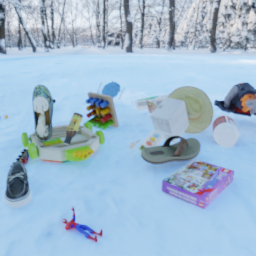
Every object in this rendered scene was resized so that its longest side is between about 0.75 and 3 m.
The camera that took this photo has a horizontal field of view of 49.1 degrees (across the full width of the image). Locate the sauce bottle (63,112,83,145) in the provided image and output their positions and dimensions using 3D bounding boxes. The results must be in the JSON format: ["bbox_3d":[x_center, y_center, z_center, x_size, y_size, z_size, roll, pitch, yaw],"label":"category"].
[{"bbox_3d":[-1.438,0.027,7.272,0.280,0.867,0.280,16,-17,5],"label":"sauce bottle"}]

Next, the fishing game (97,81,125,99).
[{"bbox_3d":[-0.882,-1.911,14.129,1.450,1.039,0.225,2,38,-32],"label":"fishing game"}]

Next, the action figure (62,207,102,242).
[{"bbox_3d":[-0.885,1.731,5.107,0.851,0.421,0.278,7,19,28],"label":"action figure"}]

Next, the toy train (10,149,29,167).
[{"bbox_3d":[-2.952,0.891,7.839,0.303,0.226,1.323,2,19,-4],"label":"toy train"}]

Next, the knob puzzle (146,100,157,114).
[{"bbox_3d":[1.136,-0.808,12.018,0.121,0.869,0.869,-37,34,-22],"label":"knob puzzle"}]

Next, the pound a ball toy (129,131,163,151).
[{"bbox_3d":[0.562,0.412,8.443,0.634,0.413,0.972,34,42,13],"label":"pound a ball toy"}]

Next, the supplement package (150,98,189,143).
[{"bbox_3d":[1.405,-0.260,9.385,0.770,1.047,1.001,17,52,38],"label":"supplement package"}]

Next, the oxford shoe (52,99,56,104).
[{"bbox_3d":[-3.774,-1.320,13.085,0.917,0.387,0.333,3,-18,18],"label":"oxford shoe"}]

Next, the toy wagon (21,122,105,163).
[{"bbox_3d":[-1.868,0.484,8.486,2.268,0.578,2.923,-11,22,-28],"label":"toy wagon"}]

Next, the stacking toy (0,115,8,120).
[{"bbox_3d":[-5.515,-0.394,11.704,0.592,0.184,0.785,5,20,15],"label":"stacking toy"}]

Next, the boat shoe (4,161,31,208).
[{"bbox_3d":[-2.531,1.223,6.304,0.557,0.548,1.546,-10,20,-22],"label":"boat shoe"}]

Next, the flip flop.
[{"bbox_3d":[1.233,0.517,7.677,1.951,0.562,0.791,-6,28,-28],"label":"flip flop"}]

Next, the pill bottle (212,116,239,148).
[{"bbox_3d":[3.193,0.129,9.222,0.784,0.784,1.398,5,19,14],"label":"pill bottle"}]

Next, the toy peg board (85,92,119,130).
[{"bbox_3d":[-1.140,-0.590,10.758,1.303,1.298,0.637,16,40,39],"label":"toy peg board"}]

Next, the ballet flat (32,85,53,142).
[{"bbox_3d":[-2.439,-0.373,7.986,0.621,1.673,0.621,-2,18,1],"label":"ballet flat"}]

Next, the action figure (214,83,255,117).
[{"bbox_3d":[4.955,-0.992,10.575,2.842,1.487,2.749,7,24,-13],"label":"action figure"}]

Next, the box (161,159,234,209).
[{"bbox_3d":[1.676,1.253,6.624,1.082,0.309,1.581,16,24,39],"label":"box"}]

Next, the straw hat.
[{"bbox_3d":[2.250,-0.763,9.958,1.879,1.879,0.795,1,-12,3],"label":"straw hat"}]

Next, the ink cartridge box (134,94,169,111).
[{"bbox_3d":[1.585,-1.409,13.626,1.780,0.554,2.211,-5,16,29],"label":"ink cartridge box"}]
